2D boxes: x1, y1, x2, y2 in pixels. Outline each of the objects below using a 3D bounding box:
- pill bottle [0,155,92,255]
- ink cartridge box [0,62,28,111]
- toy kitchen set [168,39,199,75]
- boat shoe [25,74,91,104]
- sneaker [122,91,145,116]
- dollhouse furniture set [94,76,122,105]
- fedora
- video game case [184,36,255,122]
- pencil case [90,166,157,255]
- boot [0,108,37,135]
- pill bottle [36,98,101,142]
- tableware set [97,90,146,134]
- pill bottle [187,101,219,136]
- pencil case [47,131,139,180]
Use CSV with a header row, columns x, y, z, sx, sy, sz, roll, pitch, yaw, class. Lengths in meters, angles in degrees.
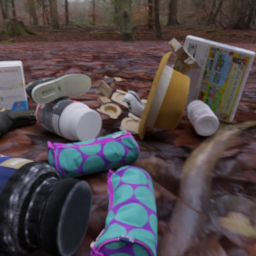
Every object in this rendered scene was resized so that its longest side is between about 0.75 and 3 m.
x,y,z,sx,sy,sz,roll,pitch,yaw,class
-2.013,1.202,4.539,2.640,1.476,1.476,7,22,15,pill bottle
-4.943,-1.705,11.446,1.358,1.845,1.334,-7,22,-18,ink cartridge box
1.490,-1.846,8.603,1.154,1.041,0.942,36,18,-51,toy kitchen set
-2.096,-1.287,8.634,2.093,0.752,0.708,-20,31,-38,boat shoe
0.256,-0.605,8.674,0.434,1.137,0.458,-1,48,54,sneaker
-0.683,-1.357,9.651,0.532,1.026,0.454,44,27,16,dollhouse furniture set
1.154,-0.834,8.391,1.114,2.732,2.732,19,24,4,fedora
2.745,-1.618,9.387,2.195,2.412,0.276,25,38,25,video game case
-0.018,1.466,4.652,0.955,0.879,2.066,19,21,-4,pencil case
-3.708,-0.277,9.401,1.398,0.783,2.021,-1,22,-18,boot
-1.860,-0.286,8.747,2.041,1.182,1.182,18,28,39,pill bottle
0.015,-0.624,9.825,1.788,0.248,2.141,25,42,12,tableware set
2.391,-0.360,9.156,0.757,0.757,1.336,-1,27,-1,pill bottle
-0.831,0.613,6.735,2.080,0.961,0.885,-11,34,-23,pencil case
